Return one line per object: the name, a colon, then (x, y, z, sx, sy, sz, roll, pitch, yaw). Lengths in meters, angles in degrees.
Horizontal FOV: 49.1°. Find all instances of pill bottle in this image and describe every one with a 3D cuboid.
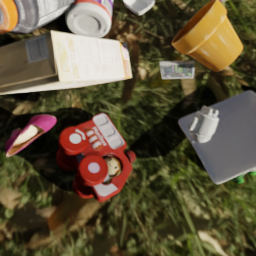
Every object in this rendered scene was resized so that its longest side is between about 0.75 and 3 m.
pill bottle: (-2.475, -3.117, 6.804, 1.371, 1.371, 2.580, 21, 40, 9)
pill bottle: (-1.347, -4.883, 10.311, 1.586, 1.586, 2.846, 3, 67, 1)

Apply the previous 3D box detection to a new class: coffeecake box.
coffeecake box: (-1.462, -1.434, 6.547, 2.013, 2.622, 0.958, -4, 98, 31)

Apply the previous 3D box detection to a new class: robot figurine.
robot figurine: (1.750, -0.044, 6.503, 0.767, 0.905, 0.511, 10, 20, -25)

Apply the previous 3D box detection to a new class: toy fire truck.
toy fire truck: (-0.849, 0.793, 8.149, 2.007, 1.340, 2.390, -26, 69, -30)

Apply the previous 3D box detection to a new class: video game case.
video game case: (1.252, -1.465, 7.159, 0.836, 0.919, 0.107, 0, 77, 11)

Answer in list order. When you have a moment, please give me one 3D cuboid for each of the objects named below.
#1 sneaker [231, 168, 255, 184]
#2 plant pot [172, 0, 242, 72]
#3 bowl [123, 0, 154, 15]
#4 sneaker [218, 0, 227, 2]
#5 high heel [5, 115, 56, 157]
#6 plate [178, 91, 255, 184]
sneaker: (3.652, 0.972, 8.388, 1.754, 0.685, 0.747, -39, 79, -6)
plant pot: (1.856, -1.957, 6.300, 1.188, 1.297, 1.297, 41, 70, -13)
bowl: (0.424, -4.871, 10.979, 0.995, 0.371, 0.994, 42, 73, 17)
sneaker: (2.038, -3.381, 5.955, 0.503, 1.346, 0.543, -23, 36, -14)
high heel: (-2.283, 0.190, 6.497, 1.460, 0.492, 0.700, -17, 48, 22)
plate: (3.156, 0.231, 8.283, 2.609, 0.423, 2.615, -23, 47, 1)
